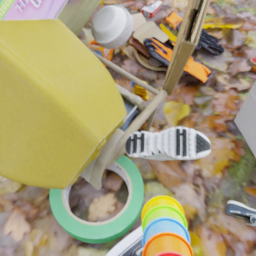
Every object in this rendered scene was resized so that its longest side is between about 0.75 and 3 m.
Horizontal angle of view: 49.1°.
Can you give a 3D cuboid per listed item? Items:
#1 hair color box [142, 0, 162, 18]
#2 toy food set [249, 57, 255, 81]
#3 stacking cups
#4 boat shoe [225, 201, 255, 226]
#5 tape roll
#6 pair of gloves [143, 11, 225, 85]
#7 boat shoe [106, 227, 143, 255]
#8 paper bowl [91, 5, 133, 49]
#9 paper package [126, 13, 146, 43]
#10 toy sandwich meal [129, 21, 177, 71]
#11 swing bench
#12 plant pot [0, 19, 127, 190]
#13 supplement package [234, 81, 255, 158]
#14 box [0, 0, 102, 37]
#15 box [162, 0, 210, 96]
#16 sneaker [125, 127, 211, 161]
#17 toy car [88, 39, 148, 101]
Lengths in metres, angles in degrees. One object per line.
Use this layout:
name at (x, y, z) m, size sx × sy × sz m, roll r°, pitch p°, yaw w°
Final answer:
hair color box at (0.933, -4.701, 11.006) m, size 0.454 × 0.262 × 0.819 m, roll 27°, pitch 60°, yaw 17°
toy food set at (4.533, -1.841, 9.184) m, size 1.061 × 0.263 × 1.669 m, roll -12°, pitch 58°, yaw -7°
stacking cups at (0.517, 1.442, 3.409) m, size 0.703 × 2.324 × 0.703 m, roll 0°, pitch 90°, yaw 2°
boat shoe at (2.891, 2.092, 6.586) m, size 1.165 × 0.436 × 0.360 m, roll 20°, pitch 59°, yaw 14°
tape roll at (-0.742, 1.594, 6.841) m, size 2.241 × 0.539 × 2.241 m, roll 0°, pitch 58°, yaw 0°
pair of gloves at (1.918, -2.724, 9.398) m, size 2.421 × 0.336 × 2.717 m, roll 33°, pitch 55°, yaw 4°
boat shoe at (0.274, 2.682, 6.064) m, size 2.181 × 0.782 × 0.739 m, roll -29°, pitch 60°, yaw -25°
paper bowl at (-0.482, -2.755, 7.484) m, size 1.160 × 0.603 × 1.160 m, roll -10°, pitch 69°, yaw 27°
paper package at (0.225, -3.657, 10.205) m, size 0.902 × 0.490 × 0.947 m, roll -15°, pitch 58°, yaw -9°
toy sandwich meal at (0.998, -2.771, 9.403) m, size 1.872 × 0.641 × 1.872 m, roll 1°, pitch 66°, yaw -3°
swing bench at (-0.904, -0.357, 7.139) m, size 2.607 × 1.700 × 2.621 m, roll 34°, pitch 51°, yaw 18°
plant pot at (-1.396, -0.267, 4.991) m, size 2.279 × 2.228 × 2.213 m, roll 40°, pitch 28°, yaw 1°
supplement package at (4.235, 0.158, 6.730) m, size 1.593 × 2.238 × 2.874 m, roll -14°, pitch 58°, yaw -9°
box at (-1.626, -3.089, 6.507) m, size 1.283 × 2.334 × 2.654 m, roll 38°, pitch 17°, yaw -8°
box at (1.330, -2.249, 6.129) m, size 0.315 × 2.958 × 2.418 m, roll 16°, pitch 81°, yaw 4°
sneaker at (0.843, 0.394, 5.816) m, size 1.767 × 0.716 × 0.664 m, roll 0°, pitch 69°, yaw 29°
toy car at (-0.246, -2.123, 8.975) m, size 2.795 × 0.930 × 1.371 m, roll 30°, pitch 63°, yaw 18°
